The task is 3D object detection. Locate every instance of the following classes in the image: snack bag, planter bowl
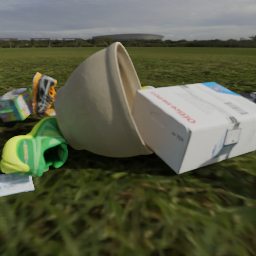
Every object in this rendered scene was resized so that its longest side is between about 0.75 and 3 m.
[{"bbox_3d":[-2.267,1.071,5.427,0.769,0.087,0.816,-8,20,-23],"label":"snack bag"},{"bbox_3d":[-0.607,-0.450,6.619,1.767,2.626,2.626,-16,15,12],"label":"planter bowl"}]

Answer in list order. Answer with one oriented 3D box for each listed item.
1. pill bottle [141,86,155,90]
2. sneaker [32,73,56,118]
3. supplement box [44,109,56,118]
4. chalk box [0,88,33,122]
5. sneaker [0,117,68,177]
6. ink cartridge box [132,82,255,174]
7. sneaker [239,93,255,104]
[{"bbox_3d":[0.092,-0.558,8.663,1.902,1.073,1.073,-25,30,-35],"label":"pill bottle"},{"bbox_3d":[-2.671,-0.947,9.014,0.667,1.728,0.676,10,47,-7],"label":"sneaker"},{"bbox_3d":[-2.171,-0.214,8.510,0.857,0.285,0.295,35,42,21],"label":"supplement box"},{"bbox_3d":[-3.600,-0.673,8.888,0.755,0.751,1.214,-3,29,17],"label":"chalk box"},{"bbox_3d":[-1.832,0.477,6.303,1.060,0.940,2.538,22,19,1],"label":"sneaker"},{"bbox_3d":[1.709,-0.174,6.790,2.699,1.159,1.976,-11,36,-30],"label":"ink cartridge box"},{"bbox_3d":[4.936,-0.957,10.724,1.075,0.713,1.889,-7,13,-18],"label":"sneaker"}]
